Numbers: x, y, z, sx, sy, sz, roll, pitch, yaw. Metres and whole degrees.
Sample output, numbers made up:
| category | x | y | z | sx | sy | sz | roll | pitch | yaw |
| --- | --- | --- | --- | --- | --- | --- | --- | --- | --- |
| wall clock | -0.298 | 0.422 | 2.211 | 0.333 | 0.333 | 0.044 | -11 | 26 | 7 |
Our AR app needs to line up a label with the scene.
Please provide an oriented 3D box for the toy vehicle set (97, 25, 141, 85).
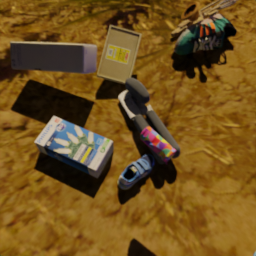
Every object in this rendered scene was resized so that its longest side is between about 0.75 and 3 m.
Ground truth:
| category | x | y | z | sx | sy | sz | roll | pitch | yaw |
| --- | --- | --- | --- | --- | --- | --- | --- | --- | --- |
| toy vehicle set | -0.303 | -2.450 | 9.472 | 1.118 | 0.239 | 1.800 | 15 | 86 | -6 |

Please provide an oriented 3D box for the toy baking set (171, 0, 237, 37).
| category | x | y | z | sx | sy | sz | roll | pitch | yaw |
| --- | --- | --- | --- | --- | --- | --- | --- | --- | --- |
| toy baking set | 2.888 | -4.192 | 10.446 | 2.790 | 2.141 | 0.325 | -43 | 112 | -22 |

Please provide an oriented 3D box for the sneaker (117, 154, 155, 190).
| category | x | y | z | sx | sy | sz | roll | pitch | yaw |
| --- | --- | --- | --- | --- | --- | --- | --- | --- | --- |
| sneaker | 0.265 | 1.181 | 7.844 | 0.490 | 0.545 | 1.326 | 39 | 64 | 23 |

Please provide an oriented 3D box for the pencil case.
| category | x | y | z | sx | sy | sz | roll | pitch | yaw |
| --- | --- | --- | --- | --- | --- | --- | --- | --- | --- |
| pencil case | 0.649 | 0.372 | 6.200 | 0.392 | 0.392 | 0.886 | -39 | 72 | -21 |

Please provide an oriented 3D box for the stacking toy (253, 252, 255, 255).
| category | x | y | z | sx | sy | sz | roll | pitch | yaw |
| --- | --- | --- | --- | --- | --- | --- | --- | --- | --- |
| stacking toy | 3.336 | 3.104 | 6.189 | 0.756 | 1.377 | 0.799 | 15 | 60 | 9 |

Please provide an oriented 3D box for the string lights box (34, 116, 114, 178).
| category | x | y | z | sx | sy | sz | roll | pitch | yaw |
| --- | --- | --- | --- | --- | --- | --- | --- | --- | --- |
| string lights box | -1.550 | 0.543 | 8.188 | 2.020 | 0.595 | 1.038 | 22 | 61 | 13 |

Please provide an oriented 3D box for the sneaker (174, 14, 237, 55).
| category | x | y | z | sx | sy | sz | roll | pitch | yaw |
| --- | --- | --- | --- | --- | --- | --- | --- | --- | --- |
| sneaker | 2.915 | -3.322 | 10.333 | 2.632 | 0.939 | 1.051 | -33 | 62 | -18 |

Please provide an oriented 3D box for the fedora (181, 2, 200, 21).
| category | x | y | z | sx | sy | sz | roll | pitch | yaw |
| --- | --- | --- | --- | --- | --- | --- | --- | --- | --- |
| fedora | 2.325 | -4.137 | 10.158 | 0.357 | 0.874 | 0.874 | 37 | 56 | -28 |

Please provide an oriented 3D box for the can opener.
| category | x | y | z | sx | sy | sz | roll | pitch | yaw |
| --- | --- | --- | --- | --- | --- | --- | --- | --- | --- |
| can opener | 0.545 | -0.344 | 8.436 | 0.800 | 1.002 | 2.998 | -23 | 53 | -11 |

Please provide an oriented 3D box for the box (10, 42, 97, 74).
| category | x | y | z | sx | sy | sz | roll | pitch | yaw |
| --- | --- | --- | --- | --- | --- | --- | --- | --- | --- |
| box | -2.361 | -2.252 | 8.923 | 2.572 | 0.879 | 1.057 | 8 | 16 | 17 |
